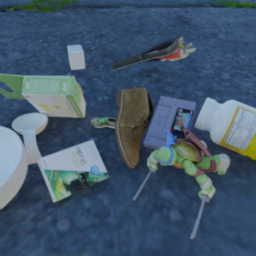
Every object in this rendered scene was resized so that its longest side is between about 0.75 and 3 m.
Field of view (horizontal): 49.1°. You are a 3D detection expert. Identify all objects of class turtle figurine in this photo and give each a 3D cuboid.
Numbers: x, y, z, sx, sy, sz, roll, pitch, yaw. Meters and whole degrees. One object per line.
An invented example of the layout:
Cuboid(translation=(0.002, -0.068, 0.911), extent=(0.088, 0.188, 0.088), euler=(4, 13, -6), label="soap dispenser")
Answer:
Cuboid(translation=(1.391, 1.157, 7.092), extent=(2.304, 2.376, 1.710), euler=(-3, -5, -44), label="turtle figurine")

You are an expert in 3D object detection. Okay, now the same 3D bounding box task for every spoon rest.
Cuboid(translation=(-3.013, 0.129, 8.700), extent=(1.122, 0.685, 2.259), euler=(-12, 39, -15), label="spoon rest")

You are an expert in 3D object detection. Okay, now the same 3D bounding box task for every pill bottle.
Cuboid(translation=(3.271, 0.059, 7.905), extent=(2.569, 1.339, 1.339), euler=(25, 42, 15), label="pill bottle")

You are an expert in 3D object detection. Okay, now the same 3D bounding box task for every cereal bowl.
Cuboid(translation=(-3.668, 1.211, 6.714), extent=(2.650, 1.104, 2.650), euler=(-4, 44, 4), label="cereal bowl")

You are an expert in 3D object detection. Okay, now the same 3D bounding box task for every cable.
Cuboid(translation=(0.682, -2.080, 8.636), extent=(2.702, 0.680, 1.312), euler=(-19, 18, 21), label="cable")

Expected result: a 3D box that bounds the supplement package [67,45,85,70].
Cuboid(translation=(-2.458, -3.329, 13.230), extent=(0.666, 0.866, 0.905), euler=(-9, 37, -12), label="supplement package")

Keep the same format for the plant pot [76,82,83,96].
Cuboid(translation=(-2.250, -1.539, 11.033), extent=(0.890, 0.597, 0.890), euler=(1, 36, 0), label="plant pot")

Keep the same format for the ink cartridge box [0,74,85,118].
Cuboid(translation=(-2.987, -0.994, 9.040), extent=(2.920, 2.125, 0.700), euler=(1, 74, 1), label="ink cartridge box")

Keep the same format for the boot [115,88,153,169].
Cuboid(translation=(0.221, -0.117, 8.140), extent=(0.982, 0.958, 2.603), euler=(-12, 59, 18), label="boot")

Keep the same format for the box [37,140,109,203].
Cuboid(translation=(-1.370, 1.056, 7.122), extent=(1.543, 0.280, 1.114), euler=(-20, 80, -33), label="box")

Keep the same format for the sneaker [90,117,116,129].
Cuboid(translation=(-0.757, -0.243, 9.252), extent=(0.990, 0.439, 0.381), euler=(2, 62, -6), label="sneaker")

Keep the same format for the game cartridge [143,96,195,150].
Cuboid(translation=(1.219, -0.112, 8.004), extent=(1.104, 0.327, 1.704), euler=(11, 62, 22), label="game cartridge")
